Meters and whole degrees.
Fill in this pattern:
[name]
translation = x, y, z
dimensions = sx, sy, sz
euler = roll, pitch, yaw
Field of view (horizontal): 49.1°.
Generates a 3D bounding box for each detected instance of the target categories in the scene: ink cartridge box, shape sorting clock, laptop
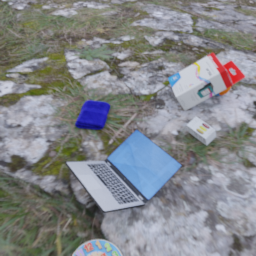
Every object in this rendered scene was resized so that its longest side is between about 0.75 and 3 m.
[ink cartridge box]
translation = 3.462, -2.235, 12.647
dimensions = 2.959, 0.995, 1.719
euler = -29, 37, 15
[shape sorting clock]
translation = -0.813, 3.572, 7.222
dimensions = 1.432, 0.281, 1.432
euler = 0, 40, 0
[laptop]
translation = -0.183, 1.192, 8.962
dimensions = 2.582, 1.497, 2.418
euler = 4, 25, -43

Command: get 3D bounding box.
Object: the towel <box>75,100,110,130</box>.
[towel]
translation = -1.524, -0.606, 12.185
dimensions = 1.252, 0.420, 1.696
euler = 4, 40, 6

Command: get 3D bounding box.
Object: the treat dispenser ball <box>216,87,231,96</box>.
[treat dispenser ball]
translation = 4.395, -2.090, 13.463
dimensions = 1.091, 1.091, 1.091
euler = 0, 39, 0

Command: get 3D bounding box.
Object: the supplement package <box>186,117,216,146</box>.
[supplement package]
translation = 2.884, 0.120, 11.030
dimensions = 0.568, 0.547, 0.998
euler = -42, 53, -9
